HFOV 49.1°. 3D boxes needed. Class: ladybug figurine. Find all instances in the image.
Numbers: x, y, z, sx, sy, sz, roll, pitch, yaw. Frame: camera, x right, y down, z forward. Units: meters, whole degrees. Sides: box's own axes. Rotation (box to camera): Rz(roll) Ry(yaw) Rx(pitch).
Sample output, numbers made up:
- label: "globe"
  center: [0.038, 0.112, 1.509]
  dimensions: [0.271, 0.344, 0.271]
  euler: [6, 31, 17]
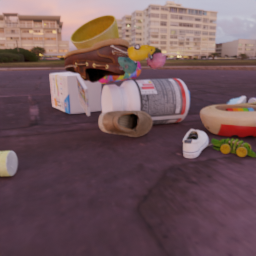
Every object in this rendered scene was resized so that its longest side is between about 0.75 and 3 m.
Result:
- label: "ladybug figurine"
  center: [3.510, -0.221, 8.872]
  dimensions: [2.414, 0.868, 1.638]
  euler: [1, 16, 11]

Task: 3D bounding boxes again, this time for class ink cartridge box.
- label: "ink cartridge box"
  center: [-2.443, -1.674, 12.891]
  dimensions: [1.625, 1.654, 2.247]
  euler: [-10, 17, -32]

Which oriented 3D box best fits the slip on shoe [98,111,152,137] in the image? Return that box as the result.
- label: "slip on shoe"
  center: [0.122, -0.163, 8.184]
  dimensions: [0.650, 0.816, 2.146]
  euler: [-4, -6, 42]

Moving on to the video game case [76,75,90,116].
- label: "video game case"
  center: [-1.100, -0.789, 6.854]
  dimensions: [0.077, 0.856, 0.613]
  euler: [-19, 49, -19]

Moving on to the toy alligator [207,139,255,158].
- label: "toy alligator"
  center: [2.591, 0.445, 7.368]
  dimensions: [1.540, 0.370, 0.510]
  euler: [10, 18, 34]

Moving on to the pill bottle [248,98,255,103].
- label: "pill bottle"
  center: [6.272, -1.261, 13.724]
  dimensions: [0.772, 0.447, 0.447]
  euler: [-11, 18, -40]

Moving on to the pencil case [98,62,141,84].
- label: "pencil case"
  center: [-0.324, -1.907, 9.230]
  dimensions: [0.750, 0.750, 1.698]
  euler: [12, 19, 38]

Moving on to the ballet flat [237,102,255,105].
- label: "ballet flat"
  center: [5.214, -0.783, 11.723]
  dimensions: [1.747, 0.618, 0.618]
  euler: [-4, 15, 1]

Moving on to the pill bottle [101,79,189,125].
- label: "pill bottle"
  center: [0.583, -0.911, 9.996]
  dimensions: [2.824, 1.636, 1.636]
  euler: [-5, 15, -20]

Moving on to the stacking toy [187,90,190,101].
- label: "stacking toy"
  center: [1.800, -1.052, 12.298]
  dimensions: [1.077, 1.018, 1.856]
  euler: [21, 36, 40]

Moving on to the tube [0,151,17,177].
- label: "tube"
  center: [-3.424, 0.797, 5.866]
  dimensions: [2.061, 0.535, 0.598]
  euler: [-4, -24, 4]

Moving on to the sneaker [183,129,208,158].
- label: "sneaker"
  center: [1.812, 0.288, 7.423]
  dimensions: [0.548, 0.532, 1.502]
  euler: [3, 19, 22]

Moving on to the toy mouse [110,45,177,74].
- label: "toy mouse"
  center: [0.308, -1.422, 6.199]
  dimensions: [1.438, 0.278, 1.278]
  euler: [-4, -11, -7]

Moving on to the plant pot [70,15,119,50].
- label: "plant pot"
  center: [-0.979, -2.952, 9.808]
  dimensions: [1.701, 1.207, 1.701]
  euler: [-17, 41, 15]

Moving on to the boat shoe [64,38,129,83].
- label: "boat shoe"
  center: [-0.955, -1.650, 7.423]
  dimensions: [0.892, 0.892, 2.535]
  euler: [3, -1, -39]

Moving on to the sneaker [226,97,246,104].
- label: "sneaker"
  center: [4.920, -1.130, 12.839]
  dimensions: [0.713, 0.643, 1.741]
  euler: [15, 20, 31]
